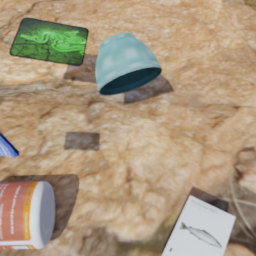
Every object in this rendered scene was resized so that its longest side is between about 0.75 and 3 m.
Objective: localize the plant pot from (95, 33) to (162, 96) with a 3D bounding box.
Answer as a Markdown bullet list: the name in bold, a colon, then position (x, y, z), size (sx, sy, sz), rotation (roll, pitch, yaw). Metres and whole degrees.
- **plant pot**: position (-0.124, -1.840, 7.856), size (1.869, 1.869, 1.252), rotation (-17, 83, -15)

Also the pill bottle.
- **pill bottle**: position (-3.225, 2.038, 6.557), size (2.713, 1.522, 1.522), rotation (-1, 47, -1)

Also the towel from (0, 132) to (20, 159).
- **towel**: position (-2.577, 0.222, 5.043), size (1.179, 0.853, 0.141), rotation (0, 44, 31)

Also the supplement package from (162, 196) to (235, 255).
- **supplement package**: position (1.433, 2.730, 6.188), size (1.126, 1.130, 1.927), rotation (22, 51, 19)

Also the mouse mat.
- **mouse mat**: position (-2.406, -2.717, 8.756), size (2.188, 0.082, 1.760), rotation (8, 58, -8)
